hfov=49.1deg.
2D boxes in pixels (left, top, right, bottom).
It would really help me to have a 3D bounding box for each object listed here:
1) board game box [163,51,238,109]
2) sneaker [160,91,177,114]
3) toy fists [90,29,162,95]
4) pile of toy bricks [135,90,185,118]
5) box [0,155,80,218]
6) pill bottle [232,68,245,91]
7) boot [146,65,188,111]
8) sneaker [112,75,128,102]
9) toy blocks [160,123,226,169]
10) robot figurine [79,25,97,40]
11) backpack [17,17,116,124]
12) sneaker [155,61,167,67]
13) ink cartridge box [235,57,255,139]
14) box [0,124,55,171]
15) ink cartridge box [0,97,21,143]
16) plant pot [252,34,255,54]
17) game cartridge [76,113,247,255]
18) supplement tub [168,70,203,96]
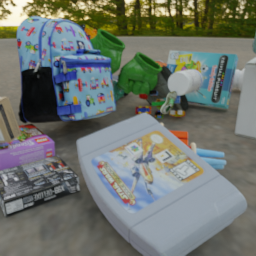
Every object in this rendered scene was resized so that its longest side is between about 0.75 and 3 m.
[{"bbox_3d":[2.620,-1.851,10.541,2.503,1.890,0.587,11,-1,28],"label":"board game box"},{"bbox_3d":[1.337,-0.765,8.825,0.316,0.821,0.364,22,11,-20],"label":"sneaker"},{"bbox_3d":[-0.277,-2.121,9.903,2.856,1.456,0.982,27,34,-14],"label":"toy fists"},{"bbox_3d":[1.129,-0.748,9.551,1.636,0.908,0.808,1,-7,19],"label":"pile of toy bricks"},{"bbox_3d":[-1.830,1.062,5.499,1.420,0.353,1.119,-15,26,-32],"label":"box"},{"bbox_3d":[5.533,-2.047,12.213,1.931,1.086,1.086,11,25,25],"label":"pill bottle"},{"bbox_3d":[1.316,-1.216,10.497,1.311,2.007,0.679,-36,-22,27],"label":"boot"},{"bbox_3d":[-0.873,-1.592,11.099,1.189,1.011,2.717,22,20,18],"label":"sneaker"},{"bbox_3d":[1.034,0.469,6.434,2.103,0.764,1.753,3,23,8],"label":"toy blocks"},{"bbox_3d":[-1.953,-3.307,12.438,1.789,2.468,0.718,29,-18,-29],"label":"robot figurine"},{"bbox_3d":[-1.746,-1.713,8.054,2.005,2.980,2.720,-3,4,27],"label":"backpack"},{"bbox_3d":[1.965,-3.549,16.480,1.789,0.694,1.002,5,21,13],"label":"sneaker"},{"bbox_3d":[4.310,-1.094,8.475,1.206,2.122,2.912,14,26,31],"label":"ink cartridge box"},{"bbox_3d":[-3.134,0.493,6.675,2.291,0.448,1.567,-13,26,-35],"label":"box"},{"bbox_3d":[-2.983,-0.162,6.035,1.096,0.903,0.412,-1,27,21],"label":"ink cartridge box"},{"bbox_3d":[4.001,-2.300,6.314,1.959,1.918,1.923,17,45,28],"label":"plant pot"},{"bbox_3d":[0.295,0.821,4.844,1.877,0.585,2.819,-20,42,-26],"label":"game cartridge"},{"bbox_3d":[1.920,-1.524,9.339,0.780,0.780,1.182,16,23,34],"label":"supplement tub"}]
